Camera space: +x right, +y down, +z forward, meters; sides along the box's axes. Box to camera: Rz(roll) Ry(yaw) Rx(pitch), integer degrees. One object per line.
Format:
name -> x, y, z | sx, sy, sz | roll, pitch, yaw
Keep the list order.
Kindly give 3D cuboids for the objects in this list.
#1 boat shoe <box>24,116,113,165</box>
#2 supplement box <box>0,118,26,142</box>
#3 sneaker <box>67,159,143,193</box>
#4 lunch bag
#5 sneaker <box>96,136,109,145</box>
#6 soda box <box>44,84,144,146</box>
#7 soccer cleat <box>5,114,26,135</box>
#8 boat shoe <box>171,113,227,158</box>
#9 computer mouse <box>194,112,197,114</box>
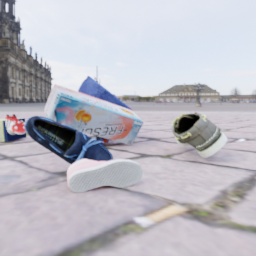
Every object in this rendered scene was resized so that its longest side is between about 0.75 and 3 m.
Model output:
boat shoe -> -1.023, 0.345, 4.966 | 1.706, 0.718, 0.586 | 22, -15, -19
supplement box -> -4.424, 0.066, 9.946 | 1.094, 0.735, 1.095 | -1, 5, 16
sneaker -> -0.407, 0.690, 4.486 | 1.192, 0.449, 0.623 | -6, 12, -19
lunch bag -> -1.140, -0.651, 10.344 | 1.693, 1.649, 2.492 | 36, 4, -30
sneaker -> -0.807, 0.332, 8.972 | 0.437, 0.420, 1.114 | 6, 11, -4
soda box -> -0.964, -0.335, 8.289 | 2.777, 0.883, 0.950 | 16, 19, -31
soccer cleat -> -3.225, 0.012, 8.011 | 0.421, 0.522, 1.226 | -5, 25, -40
boat shoe -> 1.611, 0.006, 7.220 | 0.954, 0.798, 2.670 | -43, 9, 2
computer mouse -> 2.873, -0.203, 11.845 | 0.258, 0.445, 1.518 | -3, 32, 7
